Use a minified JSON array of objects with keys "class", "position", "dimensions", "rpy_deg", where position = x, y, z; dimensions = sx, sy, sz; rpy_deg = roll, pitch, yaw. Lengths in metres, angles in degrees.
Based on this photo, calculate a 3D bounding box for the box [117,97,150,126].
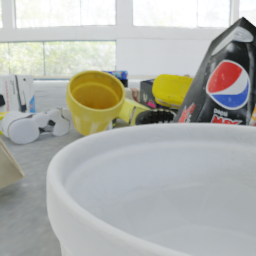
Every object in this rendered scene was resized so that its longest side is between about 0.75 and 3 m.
[{"class":"box","position":[-0.108,-0.728,10.276],"dimensions":[1.017,0.677,2.702],"rpy_deg":[13,13,-35]}]

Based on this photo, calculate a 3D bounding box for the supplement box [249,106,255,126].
[{"class":"supplement box","position":[4.203,-0.757,9.421],"dimensions":[1.421,0.829,2.254],"rpy_deg":[-46,-13,32]}]

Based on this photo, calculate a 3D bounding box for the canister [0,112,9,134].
[{"class":"canister","position":[-4.132,-0.207,9.645],"dimensions":[1.018,0.593,1.371],"rpy_deg":[-8,13,-34]}]

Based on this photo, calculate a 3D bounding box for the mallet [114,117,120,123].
[{"class":"mallet","position":[0.104,-0.377,10.884],"dimensions":[2.564,0.528,0.845],"rpy_deg":[0,14,-23]}]

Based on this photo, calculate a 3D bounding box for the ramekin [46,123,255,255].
[{"class":"ramekin","position":[0.758,0.908,2.380],"dimensions":[2.746,1.441,2.746],"rpy_deg":[0,13,0]}]

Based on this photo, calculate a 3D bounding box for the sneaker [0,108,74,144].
[{"class":"sneaker","position":[-2.875,-0.195,8.773],"dimensions":[1.366,0.893,2.377],"rpy_deg":[13,21,36]}]

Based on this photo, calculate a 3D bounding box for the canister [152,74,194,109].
[{"class":"canister","position":[1.394,-0.986,7.920],"dimensions":[1.333,0.777,1.794],"rpy_deg":[11,3,10]}]

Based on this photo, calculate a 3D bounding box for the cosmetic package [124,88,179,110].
[{"class":"cosmetic package","position":[1.069,-1.143,12.431],"dimensions":[2.802,1.222,1.448],"rpy_deg":[-2,14,-8]}]

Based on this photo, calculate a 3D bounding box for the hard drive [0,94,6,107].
[{"class":"hard drive","position":[-6.116,-0.508,9.591],"dimensions":[2.982,0.490,2.081],"rpy_deg":[-13,9,13]}]

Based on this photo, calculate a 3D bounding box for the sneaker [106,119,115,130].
[{"class":"sneaker","position":[-1.393,-0.490,9.959],"dimensions":[0.927,0.915,2.426],"rpy_deg":[-15,20,-28]}]

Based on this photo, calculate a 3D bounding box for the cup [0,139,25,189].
[{"class":"cup","position":[-2.969,0.291,4.332],"dimensions":[1.629,2.278,2.278],"rpy_deg":[-34,25,-20]}]

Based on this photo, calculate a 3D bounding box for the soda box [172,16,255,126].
[{"class":"soda box","position":[1.716,-0.560,5.265],"dimensions":[0.948,2.993,1.059],"rpy_deg":[31,-20,-11]}]

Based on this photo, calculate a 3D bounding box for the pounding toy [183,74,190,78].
[{"class":"pounding toy","position":[2.463,-1.576,14.291],"dimensions":[1.601,1.595,2.790],"rpy_deg":[-3,-7,-21]}]

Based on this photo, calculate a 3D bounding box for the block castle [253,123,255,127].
[{"class":"block castle","position":[3.853,0.341,5.877],"dimensions":[1.544,1.084,2.310],"rpy_deg":[0,12,-4]}]

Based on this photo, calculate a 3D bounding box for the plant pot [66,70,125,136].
[{"class":"plant pot","position":[-1.015,-0.592,8.158],"dimensions":[1.623,1.527,1.623],"rpy_deg":[8,51,-10]}]

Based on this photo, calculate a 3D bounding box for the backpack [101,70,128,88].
[{"class":"backpack","position":[-1.512,-2.680,17.942],"dimensions":[2.946,1.982,2.689],"rpy_deg":[-2,13,-4]}]

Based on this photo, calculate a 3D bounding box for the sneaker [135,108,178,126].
[{"class":"sneaker","position":[1.151,-0.153,8.484],"dimensions":[2.687,0.893,1.216],"rpy_deg":[0,10,-35]}]

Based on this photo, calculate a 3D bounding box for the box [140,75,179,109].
[{"class":"box","position":[1.377,-1.291,10.133],"dimensions":[1.697,0.900,1.037],"rpy_deg":[-15,28,-28]}]

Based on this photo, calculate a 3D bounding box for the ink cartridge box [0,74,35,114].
[{"class":"ink cartridge box","position":[-4.968,-1.293,11.695],"dimensions":[1.065,1.828,2.528],"rpy_deg":[2,12,8]}]
